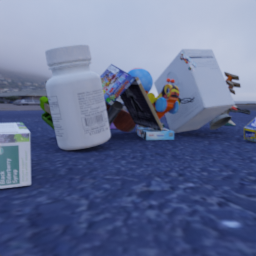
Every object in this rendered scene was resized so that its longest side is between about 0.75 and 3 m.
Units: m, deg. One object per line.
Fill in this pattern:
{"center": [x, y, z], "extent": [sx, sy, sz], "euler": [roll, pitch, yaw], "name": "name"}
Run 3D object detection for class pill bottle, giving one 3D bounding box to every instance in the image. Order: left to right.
{"center": [-1.516, -0.900, 8.204], "extent": [1.607, 2.810, 1.607], "euler": [-9, 11, 2], "name": "pill bottle"}

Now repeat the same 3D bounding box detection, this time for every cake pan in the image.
{"center": [4.112, -0.285, 12.604], "extent": [1.061, 0.195, 1.061], "euler": [-19, -25, -9], "name": "cake pan"}

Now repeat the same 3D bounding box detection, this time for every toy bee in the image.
{"center": [1.513, -1.119, 10.344], "extent": [2.243, 1.219, 1.468], "euler": [-17, -23, 36], "name": "toy bee"}

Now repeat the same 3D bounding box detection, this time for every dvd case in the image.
{"center": [0.308, -0.940, 10.470], "extent": [0.182, 2.276, 1.692], "euler": [-42, 30, -21], "name": "dvd case"}

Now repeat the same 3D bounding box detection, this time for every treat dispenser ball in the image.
{"center": [0.400, -1.799, 11.153], "extent": [1.165, 1.165, 1.165], "euler": [0, 5, 0], "name": "treat dispenser ball"}

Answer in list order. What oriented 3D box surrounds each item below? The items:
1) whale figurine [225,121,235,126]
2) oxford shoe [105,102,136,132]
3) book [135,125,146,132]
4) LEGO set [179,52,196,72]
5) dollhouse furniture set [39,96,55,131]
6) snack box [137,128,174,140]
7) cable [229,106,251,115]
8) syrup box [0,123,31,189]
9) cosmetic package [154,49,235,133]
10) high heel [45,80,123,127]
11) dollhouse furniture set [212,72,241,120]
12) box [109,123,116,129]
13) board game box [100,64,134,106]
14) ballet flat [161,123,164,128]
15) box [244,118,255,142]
{"center": [5.982, -0.262, 16.689], "extent": [0.762, 0.395, 0.606], "euler": [35, 23, 36], "name": "whale figurine"}
{"center": [-0.545, -0.668, 12.128], "extent": [2.468, 0.873, 0.911], "euler": [42, 10, -42], "name": "oxford shoe"}
{"center": [0.741, -0.533, 12.617], "extent": [0.330, 1.374, 0.918], "euler": [25, -31, -9], "name": "book"}
{"center": [2.021, -2.235, 9.325], "extent": [0.230, 0.701, 0.939], "euler": [-44, 7, 34], "name": "LEGO set"}
{"center": [-2.346, -0.909, 10.714], "extent": [0.914, 1.193, 1.822], "euler": [35, 50, 18], "name": "dollhouse furniture set"}
{"center": [1.040, 0.212, 11.113], "extent": [1.058, 0.338, 1.821], "euler": [-1, 5, -9], "name": "snack box"}
{"center": [5.329, -0.885, 13.433], "extent": [1.295, 0.326, 0.629], "euler": [13, 30, -1], "name": "cable"}
{"center": [-2.448, 0.437, 5.440], "extent": [0.943, 0.911, 2.315], "euler": [-2, 6, -24], "name": "syrup box"}
{"center": [2.632, -1.463, 11.715], "extent": [1.586, 2.580, 2.572], "euler": [-6, -19, -25], "name": "cosmetic package"}
{"center": [-1.907, -0.629, 10.600], "extent": [2.928, 1.046, 2.088], "euler": [22, -45, -18], "name": "high heel"}
{"center": [4.361, -1.368, 13.551], "extent": [1.097, 2.129, 2.106], "euler": [33, -7, 37], "name": "dollhouse furniture set"}
{"center": [-1.262, -0.244, 15.251], "extent": [2.447, 0.478, 1.675], "euler": [-1, 5, -9], "name": "box"}
{"center": [-0.596, -1.553, 9.781], "extent": [0.304, 1.193, 1.763], "euler": [42, 3, -32], "name": "board game box"}
{"center": [1.433, -0.087, 13.353], "extent": [0.393, 0.464, 1.228], "euler": [40, 13, 15], "name": "ballet flat"}
{"center": [4.752, -0.075, 9.999], "extent": [1.543, 0.496, 0.541], "euler": [-32, 32, -32], "name": "box"}
